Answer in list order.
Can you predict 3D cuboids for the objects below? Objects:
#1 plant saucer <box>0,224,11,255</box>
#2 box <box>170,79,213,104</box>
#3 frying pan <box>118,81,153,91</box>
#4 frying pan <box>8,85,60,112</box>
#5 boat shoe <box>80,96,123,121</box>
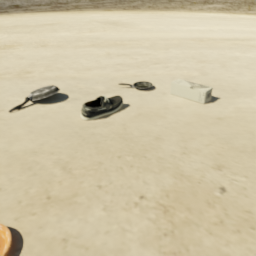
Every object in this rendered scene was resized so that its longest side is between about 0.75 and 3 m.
[{"bbox_3d":[-3.521,2.878,6.581,1.502,0.281,1.502,0,30,0],"label":"plant saucer"},{"bbox_3d":[3.289,-1.941,14.669,2.057,0.703,0.845,22,36,34],"label":"box"},{"bbox_3d":[0.481,-2.316,15.756,1.865,0.304,1.128,-12,31,-17],"label":"frying pan"},{"bbox_3d":[-4.834,-1.607,14.274,2.801,0.456,1.695,-23,22,-21],"label":"frying pan"},{"bbox_3d":[-1.131,-1.091,12.978,2.365,0.800,0.849,-25,46,-36],"label":"boat shoe"}]
